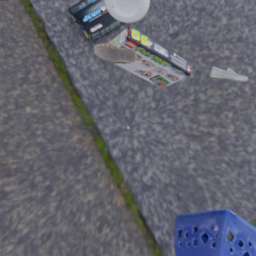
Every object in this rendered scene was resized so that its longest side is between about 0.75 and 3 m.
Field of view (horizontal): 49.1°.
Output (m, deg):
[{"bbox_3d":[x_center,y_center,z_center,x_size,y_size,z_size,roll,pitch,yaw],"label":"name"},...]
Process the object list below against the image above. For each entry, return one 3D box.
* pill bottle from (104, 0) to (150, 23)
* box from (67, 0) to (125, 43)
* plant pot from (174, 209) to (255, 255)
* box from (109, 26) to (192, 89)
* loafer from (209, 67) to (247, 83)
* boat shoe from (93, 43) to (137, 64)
[{"bbox_3d":[0.112,-3.557,6.832,1.046,1.046,1.910,10,57,4],"label":"pill bottle"},{"bbox_3d":[-1.067,-4.394,10.769,2.002,0.460,1.591,-34,73,-11],"label":"box"},{"bbox_3d":[1.820,2.661,5.691,1.536,1.536,1.381,35,57,-17],"label":"plant pot"},{"bbox_3d":[0.455,-1.488,6.240,1.793,0.986,0.311,21,66,-32],"label":"box"},{"bbox_3d":[3.055,-1.626,8.507,1.116,0.390,0.389,15,93,20],"label":"loafer"},{"bbox_3d":[-0.258,-1.296,5.041,0.838,0.301,0.317,6,84,-28],"label":"boat shoe"}]
